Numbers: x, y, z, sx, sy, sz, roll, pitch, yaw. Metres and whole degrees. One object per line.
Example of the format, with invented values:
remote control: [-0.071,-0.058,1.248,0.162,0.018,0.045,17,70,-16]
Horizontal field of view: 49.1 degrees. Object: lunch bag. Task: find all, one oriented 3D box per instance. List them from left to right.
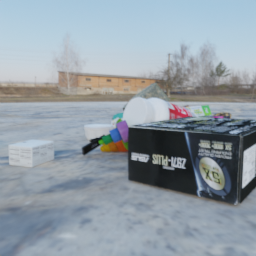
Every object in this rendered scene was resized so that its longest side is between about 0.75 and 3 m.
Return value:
lunch bag: [0.859,-1.276,15.298,2.015,1.444,2.456,-42,11,-4]

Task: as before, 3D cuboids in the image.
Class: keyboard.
keyboard: [-0.974,0.433,7.876,0.780,0.468,0.100,-32,57,-31]

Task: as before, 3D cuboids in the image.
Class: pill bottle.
pill bottle: [0.989,-0.135,8.119,2.238,1.256,1.256,15,-4,-39]

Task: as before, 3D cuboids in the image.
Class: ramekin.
ramekin: [-1.111,0.166,10.620,1.128,0.525,1.128,0,7,0]

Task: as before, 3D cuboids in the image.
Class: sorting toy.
sorting toy: [-0.397,0.359,7.476,0.922,0.929,2.678,-24,-6,-4]

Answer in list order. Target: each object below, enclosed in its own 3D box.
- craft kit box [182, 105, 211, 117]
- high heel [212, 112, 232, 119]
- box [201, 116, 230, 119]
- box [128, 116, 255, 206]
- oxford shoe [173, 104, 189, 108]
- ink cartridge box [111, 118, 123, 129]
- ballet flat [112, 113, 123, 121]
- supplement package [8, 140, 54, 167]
craft kit box: [2.039,-0.350,11.901,2.213,0.544,2.241,-19,-7,41]
high heel: [4.638,-0.427,14.138,1.485,0.744,2.083,3,14,-31]
box: [3.264,-0.032,10.965,0.964,0.837,1.459,4,7,40]
box: [1.631,0.452,5.891,2.193,1.153,2.678,5,9,36]
oxford shoe: [2.414,-0.844,16.088,1.066,1.086,2.994,-7,7,-41]
ink cartridge box: [-0.305,-0.139,12.377,0.696,0.400,0.959,7,-9,-18]
ballet flat: [0.450,-0.319,13.540,2.385,0.809,0.898,-4,-20,13]
supplement package: [-2.438,0.628,7.117,0.702,0.499,0.901,3,7,19]
